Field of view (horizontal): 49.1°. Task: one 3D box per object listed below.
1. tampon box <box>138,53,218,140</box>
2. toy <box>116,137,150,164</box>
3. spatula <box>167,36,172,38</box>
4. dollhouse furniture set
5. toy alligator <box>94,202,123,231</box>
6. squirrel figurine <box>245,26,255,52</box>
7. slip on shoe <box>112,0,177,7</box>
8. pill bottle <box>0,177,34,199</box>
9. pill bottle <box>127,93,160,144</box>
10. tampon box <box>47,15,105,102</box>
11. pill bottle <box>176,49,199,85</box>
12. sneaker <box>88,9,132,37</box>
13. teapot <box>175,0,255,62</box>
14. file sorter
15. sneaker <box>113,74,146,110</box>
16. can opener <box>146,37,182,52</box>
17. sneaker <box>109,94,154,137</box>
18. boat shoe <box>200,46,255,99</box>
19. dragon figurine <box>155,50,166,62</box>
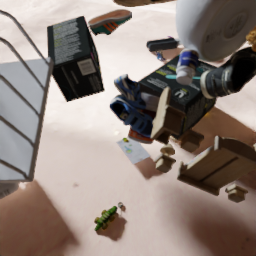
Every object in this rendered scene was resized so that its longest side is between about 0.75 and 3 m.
[{"bbox_3d":[1.637,-1.068,8.935,1.724,1.452,2.300,32,53,29],"label":"tampon box"},{"bbox_3d":[0.132,0.654,8.051,0.572,0.235,0.993,-23,49,-19],"label":"toy"},{"bbox_3d":[1.883,-4.160,13.113,0.236,0.086,0.836,12,45,12],"label":"spatula"},{"bbox_3d":[1.095,0.239,3.580,1.783,0.924,0.789,23,52,-9],"label":"dollhouse furniture set"},{"bbox_3d":[-0.462,2.039,6.622,0.317,0.230,0.956,29,51,25],"label":"toy alligator"},{"bbox_3d":[2.611,-1.835,4.905,0.855,1.128,1.208,19,74,32],"label":"squirrel figurine"},{"bbox_3d":[0.694,-4.680,9.576,2.875,1.093,0.871,5,37,15],"label":"slip on shoe"},{"bbox_3d":[-3.370,1.267,6.802,1.904,1.079,1.079,-28,51,-26],"label":"pill bottle"},{"bbox_3d":[0.433,-0.229,6.781,0.652,1.142,0.652,14,7,-2],"label":"pill bottle"},{"bbox_3d":[-1.394,-1.848,7.496,1.105,1.312,1.751,-15,53,3],"label":"tampon box"},{"bbox_3d":[1.609,-1.661,7.645,0.518,0.518,0.895,12,69,12],"label":"pill bottle"},{"bbox_3d":[-0.412,-2.606,6.997,1.125,0.450,0.402,-10,55,12],"label":"sneaker"},{"bbox_3d":[2.422,-3.486,8.155,2.869,2.906,2.123,3,43,-47],"label":"teapot"},{"bbox_3d":[-2.265,-0.441,4.190,1.550,1.391,2.234,-4,63,11],"label":"file sorter"},{"bbox_3d":[0.111,-0.778,6.072,0.386,0.939,0.347,-35,20,28],"label":"sneaker"},{"bbox_3d":[1.939,-3.923,12.383,2.263,0.757,0.604,-11,45,-11],"label":"can opener"},{"bbox_3d":[0.087,-0.216,6.198,1.284,0.475,0.528,39,25,8],"label":"sneaker"},{"bbox_3d":[3.155,-1.584,7.658,2.770,0.995,0.936,-32,12,-32],"label":"boat shoe"},{"bbox_3d":[1.328,-3.057,11.860,0.245,0.414,0.833,-18,28,-15],"label":"dragon figurine"}]
